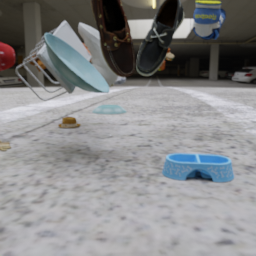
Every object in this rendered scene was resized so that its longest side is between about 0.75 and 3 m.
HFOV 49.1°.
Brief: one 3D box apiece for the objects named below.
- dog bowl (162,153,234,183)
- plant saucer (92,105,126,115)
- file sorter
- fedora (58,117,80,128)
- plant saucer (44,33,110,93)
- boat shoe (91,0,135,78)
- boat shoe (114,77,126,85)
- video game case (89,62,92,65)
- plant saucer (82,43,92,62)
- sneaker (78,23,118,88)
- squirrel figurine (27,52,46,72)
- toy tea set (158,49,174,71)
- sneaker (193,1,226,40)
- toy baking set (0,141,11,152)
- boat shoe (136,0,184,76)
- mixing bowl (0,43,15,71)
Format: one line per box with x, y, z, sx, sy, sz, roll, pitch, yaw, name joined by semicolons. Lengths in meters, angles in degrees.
1.690;0.931;6.804;1.708;0.423;0.952;2;11;8;dog bowl
-1.184;-1.196;17.644;2.198;0.423;2.198;1;12;0;plant saucer
-2.460;-2.166;9.349;1.366;1.522;2.193;-18;37;28;file sorter
-2.705;-0.263;12.855;1.045;0.426;1.045;-1;11;0;fedora
-1.532;-1.699;8.010;2.352;0.453;2.352;42;15;-13;plant saucer
-0.362;-2.510;7.442;0.855;2.430;0.855;-27;17;-16;boat shoe
-0.422;-2.258;12.865;0.487;0.433;1.325;11;-2;-27;boat shoe
-1.768;-2.699;13.264;0.096;0.842;0.766;-20;24;-39;video game case
-2.276;-3.446;12.662;2.112;0.395;2.112;13;28;-7;plant saucer
-1.347;-2.856;11.254;1.064;1.670;2.889;-6;47;-50;sneaker
-3.523;-2.615;11.069;0.862;0.804;0.610;6;-23;5;squirrel figurine
1.063;-2.133;8.773;0.596;0.371;1.002;39;56;23;toy tea set
2.993;-3.925;10.548;1.109;1.234;2.999;9;15;22;sneaker
-4.484;0.621;9.011;1.447;0.168;1.111;-10;15;-40;toy baking set
0.820;-2.512;7.638;0.822;2.288;0.774;26;-6;13;boat shoe
-5.065;-2.948;11.570;0.648;1.196;1.196;-10;15;-31;mixing bowl
